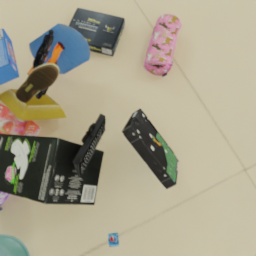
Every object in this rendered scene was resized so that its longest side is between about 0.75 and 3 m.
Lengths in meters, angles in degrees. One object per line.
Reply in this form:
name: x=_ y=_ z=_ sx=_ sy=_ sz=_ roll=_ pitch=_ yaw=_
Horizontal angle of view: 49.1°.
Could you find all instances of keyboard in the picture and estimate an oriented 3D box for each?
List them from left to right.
keyboard: x=-0.940 y=0.370 z=7.159 sx=0.210 sy=0.982 sz=1.636 roll=15 pitch=52 yaw=13

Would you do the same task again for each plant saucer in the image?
plant saucer: x=-3.822 y=4.211 z=7.265 sx=0.514 sy=2.858 sz=2.858 roll=0 pitch=65 yaw=32
plant saucer: x=-3.227 y=-0.872 z=9.560 sx=1.738 sy=0.421 sz=1.739 roll=35 pitch=26 yaw=33

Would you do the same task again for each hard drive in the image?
hard drive: x=0.766 y=0.615 z=8.822 sx=0.433 sy=1.598 sz=2.288 roll=-34 pitch=102 yaw=24

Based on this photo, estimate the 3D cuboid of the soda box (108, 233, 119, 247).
soda box: x=-0.425 y=3.222 z=8.029 sx=0.296 sy=0.924 sz=0.313 roll=-5 pitch=64 yaw=-5

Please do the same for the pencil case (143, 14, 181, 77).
pencil case: x=1.395 y=-3.300 z=11.068 sx=1.094 sy=1.047 sz=2.529 roll=20 pitch=68 yaw=-12

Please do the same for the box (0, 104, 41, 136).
box: x=-4.642 y=-0.141 z=9.610 sx=2.690 sy=1.273 sz=1.380 roll=25 pitch=77 yaw=10

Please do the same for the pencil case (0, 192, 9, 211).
pencil case: x=-5.037 y=1.418 z=9.111 sx=2.925 sy=1.228 sz=1.250 roll=38 pitch=38 yaw=12

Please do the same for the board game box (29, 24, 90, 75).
board game box: x=-2.469 y=-2.949 z=10.377 sx=2.197 sy=1.736 sz=0.428 roll=-22 pitch=45 yaw=26

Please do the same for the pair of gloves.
pair of gloves: x=-2.697 y=-2.092 z=9.147 sx=1.934 sy=0.268 sz=2.171 roll=-57 pitch=40 yaw=20

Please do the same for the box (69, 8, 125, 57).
box: x=-1.370 y=-3.990 z=11.606 sx=2.131 sy=0.544 sz=1.680 roll=16 pitch=68 yaw=6

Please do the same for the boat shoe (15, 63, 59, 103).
boat shoe: x=-2.549 y=-1.388 z=7.992 sx=1.725 sy=0.618 sz=0.657 roll=-26 pitch=27 yaw=29

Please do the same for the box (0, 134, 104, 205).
box: x=-2.411 y=1.192 z=8.110 sx=2.658 sy=1.974 sz=1.652 roll=3 pitch=77 yaw=33

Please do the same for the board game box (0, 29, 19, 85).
board game box: x=-4.826 y=-1.837 z=8.638 sx=2.634 sy=0.592 sz=2.003 roll=-23 pitch=54 yaw=-3
